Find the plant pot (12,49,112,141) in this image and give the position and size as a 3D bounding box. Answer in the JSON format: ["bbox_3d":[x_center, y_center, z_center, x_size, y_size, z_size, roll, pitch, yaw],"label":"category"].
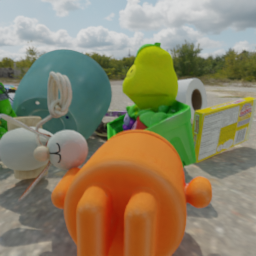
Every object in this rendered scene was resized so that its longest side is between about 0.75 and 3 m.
[{"bbox_3d":[-2.067,-0.634,8.437,2.860,2.860,2.295,1,32,6],"label":"plant pot"}]

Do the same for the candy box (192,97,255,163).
[{"bbox_3d":[2.762,-0.018,8.005,2.734,1.397,0.361,-14,25,-38],"label":"candy box"}]

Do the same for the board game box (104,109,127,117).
[{"bbox_3d":[-0.356,-0.641,12.373,2.107,0.340,1.264,4,3,9],"label":"board game box"}]

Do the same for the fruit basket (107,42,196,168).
[{"bbox_3d":[0.377,-0.444,6.539,2.076,2.878,2.878,-26,12,0],"label":"fruit basket"}]

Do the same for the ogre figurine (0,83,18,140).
[{"bbox_3d":[-3.551,0.016,6.855,1.087,1.328,2.215,-24,30,39],"label":"ogre figurine"}]

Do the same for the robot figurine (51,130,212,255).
[{"bbox_3d":[0.077,0.829,3.736,1.761,1.428,2.449,-36,5,15],"label":"robot figurine"}]

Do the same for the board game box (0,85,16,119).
[{"bbox_3d":[-4.374,-0.613,9.883,2.098,0.720,2.538,43,17,8],"label":"board game box"}]

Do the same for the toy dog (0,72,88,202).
[{"bbox_3d":[-1.934,0.369,5.106,1.370,1.876,2.844,-10,-18,-34],"label":"toy dog"}]

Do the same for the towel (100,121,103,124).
[{"bbox_3d":[-2.300,-0.574,11.687,2.139,0.384,2.221,41,23,13],"label":"towel"}]

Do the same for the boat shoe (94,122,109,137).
[{"bbox_3d":[-0.704,0.024,10.108,0.603,0.534,1.648,-27,28,-35],"label":"boat shoe"}]

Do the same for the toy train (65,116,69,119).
[{"bbox_3d":[-1.356,-0.726,10.245,1.933,0.818,1.119,-33,-28,15],"label":"toy train"}]

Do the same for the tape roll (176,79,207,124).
[{"bbox_3d":[2.493,-1.174,12.503,1.333,1.941,1.941,1,9,41],"label":"tape roll"}]
